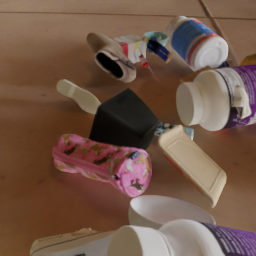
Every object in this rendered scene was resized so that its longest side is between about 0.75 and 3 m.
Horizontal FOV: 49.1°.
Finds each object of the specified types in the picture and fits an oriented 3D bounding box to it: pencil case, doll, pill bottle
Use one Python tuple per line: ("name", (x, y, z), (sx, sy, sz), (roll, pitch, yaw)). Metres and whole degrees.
("pencil case", (-0.596, 0.689, 5.697), (2.189, 0.947, 0.906), (10, 56, 40))
("doll", (1.052, -2.975, 10.305), (1.282, 0.875, 0.311), (41, 58, 13))
("pill bottle", (2.429, -3.219, 10.497), (1.441, 1.441, 2.567), (-13, 45, -16))
("pill bottle", (2.801, -0.813, 7.434), (2.832, 1.593, 1.593), (-10, 39, -11))
("pill bottle", (1.022, 1.890, 3.346), (2.514, 1.401, 1.401), (18, 33, -21))

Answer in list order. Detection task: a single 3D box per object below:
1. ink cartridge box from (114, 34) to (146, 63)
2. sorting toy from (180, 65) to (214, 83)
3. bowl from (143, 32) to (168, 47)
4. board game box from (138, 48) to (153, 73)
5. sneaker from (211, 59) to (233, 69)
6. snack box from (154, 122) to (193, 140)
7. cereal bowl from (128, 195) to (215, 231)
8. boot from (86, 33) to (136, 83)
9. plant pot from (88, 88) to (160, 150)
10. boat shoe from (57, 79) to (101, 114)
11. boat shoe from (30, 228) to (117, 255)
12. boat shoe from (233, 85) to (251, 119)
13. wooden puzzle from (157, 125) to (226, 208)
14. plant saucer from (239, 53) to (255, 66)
("ink cartridge box", (-0.004, -3.039, 10.896), (1.184, 0.856, 0.860), (-25, 44, -30))
("sorting toy", (2.407, -1.483, 9.083), (1.050, 0.368, 1.057), (-26, 36, -1))
("bowl", (1.163, -3.667, 11.969), (1.049, 0.549, 1.049), (0, 38, 0))
("board game box", (0.521, -2.305, 9.774), (0.211, 1.083, 0.856), (-30, 45, 8))
("sneaker", (3.055, -1.859, 9.436), (0.852, 0.596, 1.475), (-14, 3, 13))
("snack box", (1.087, 0.097, 7.068), (1.083, 0.629, 0.201), (12, 75, 16))
("cereal bowl", (0.694, 1.689, 4.794), (1.453, 0.605, 1.453), (10, 6, -1))
("boot", (-0.707, -2.449, 9.455), (2.461, 0.865, 1.800), (36, 22, 5))
("plant pot", (-0.036, 0.039, 6.638), (1.150, 1.294, 1.297), (34, 40, 14))
("boat shoe", (-1.370, -0.930, 8.228), (1.487, 0.534, 0.443), (32, 16, -2))
("boat shoe", (-0.719, 1.950, 4.699), (1.786, 0.633, 0.624), (-7, 22, -15))
("boat shoe", (2.566, -0.577, 6.418), (0.286, 0.824, 0.292), (-32, 21, -11))
("wooden puzzle", (1.306, 0.704, 5.662), (1.586, 0.295, 1.467), (50, 28, 10))
("plant saucer", (3.814, -1.990, 8.437), (0.837, 0.203, 0.837), (-10, 31, 53))
